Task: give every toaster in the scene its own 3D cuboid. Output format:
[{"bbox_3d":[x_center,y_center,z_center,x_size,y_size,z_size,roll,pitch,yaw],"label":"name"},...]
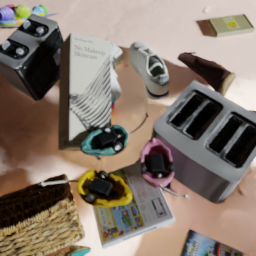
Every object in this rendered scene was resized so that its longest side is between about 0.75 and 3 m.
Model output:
[{"bbox_3d":[1.953,0.360,7.191,2.410,1.582,2.665,35,64,21],"label":"toaster"},{"bbox_3d":[-2.806,-2.069,8.550,1.264,2.130,1.926,28,70,15],"label":"toaster"}]

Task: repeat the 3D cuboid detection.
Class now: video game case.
[{"bbox_3d":[-0.023,1.724,6.739,1.698,0.214,1.866,-20,43,-4],"label":"video game case"}]

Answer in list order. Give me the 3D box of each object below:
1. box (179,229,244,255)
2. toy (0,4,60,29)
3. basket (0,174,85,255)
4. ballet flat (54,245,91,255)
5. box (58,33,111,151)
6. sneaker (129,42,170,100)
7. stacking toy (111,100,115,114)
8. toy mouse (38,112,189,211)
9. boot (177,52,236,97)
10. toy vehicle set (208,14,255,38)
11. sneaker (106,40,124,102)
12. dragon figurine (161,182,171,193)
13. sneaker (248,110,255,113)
[{"bbox_3d":[1.502,3.516,5.879,1.278,0.403,2.322,21,60,13],"label":"box"},{"bbox_3d":[-3.808,-3.965,9.735,1.584,0.649,2.751,7,29,21],"label":"toy"},{"bbox_3d":[-2.250,1.970,5.965,2.301,1.642,1.714,-18,73,-11],"label":"basket"},{"bbox_3d":[-1.352,2.871,6.350,1.019,0.360,0.360,-25,61,-14],"label":"ballet flat"},{"bbox_3d":[-1.163,-0.874,7.502,1.220,1.016,2.970,2,80,-28],"label":"box"},{"bbox_3d":[0.703,-2.118,9.086,0.983,1.036,2.573,-20,56,-8],"label":"sneaker"},{"bbox_3d":[-0.699,-0.368,8.355,0.514,0.543,0.936,6,70,-3],"label":"stacking toy"},{"bbox_3d":[0.004,0.710,6.347,2.980,0.577,2.648,12,49,15],"label":"toy mouse"},{"bbox_3d":[2.278,-1.704,8.522,1.823,0.793,2.192,28,24,11],"label":"boot"},{"bbox_3d":[3.939,-3.928,10.732,1.502,0.199,0.933,-10,58,-6],"label":"toy vehicle set"},{"bbox_3d":[-0.549,-1.992,9.119,1.356,0.865,2.347,-26,70,-24],"label":"sneaker"},{"bbox_3d":[0.755,1.542,7.081,0.438,0.259,0.882,17,26,34],"label":"dragon figurine"},{"bbox_3d":[3.837,-0.361,8.333,0.458,0.323,0.863,-7,16,-35],"label":"sneaker"}]
